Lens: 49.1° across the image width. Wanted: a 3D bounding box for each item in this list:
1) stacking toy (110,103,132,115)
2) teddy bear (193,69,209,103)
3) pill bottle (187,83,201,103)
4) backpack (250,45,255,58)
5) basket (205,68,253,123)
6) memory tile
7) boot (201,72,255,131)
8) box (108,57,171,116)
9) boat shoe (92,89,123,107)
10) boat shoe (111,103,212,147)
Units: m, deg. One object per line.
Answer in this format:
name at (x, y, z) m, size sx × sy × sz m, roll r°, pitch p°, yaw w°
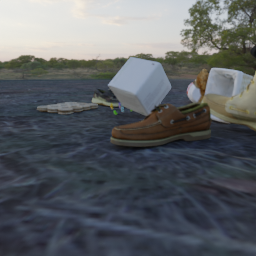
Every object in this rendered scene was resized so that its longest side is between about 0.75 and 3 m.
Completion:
stacking toy at (-0.234, -0.679, 9.634) m, size 0.617 × 0.192 × 0.819 m, roll -15°, pitch 31°, yaw -9°
teddy bear at (2.595, -1.232, 9.323) m, size 0.547 × 1.187 × 1.637 m, roll 16°, pitch 0°, yaw 38°
pill bottle at (3.100, -1.558, 12.338) m, size 0.926 × 0.926 × 1.651 m, roll 2°, pitch 12°, yaw 8°
backpack at (3.403, -0.303, 3.527) m, size 2.602 × 2.104 × 2.732 m, roll -10°, pitch 23°, yaw -14°
basket at (2.838, -0.921, 7.967) m, size 0.878 × 1.423 × 0.965 m, roll -2°, pitch 17°, yaw -37°
memory tile at (-2.192, -0.755, 10.386) m, size 1.532 × 0.168 × 1.999 m, roll 6°, pitch 13°, yaw 28°
boot at (2.737, -0.880, 6.273) m, size 0.796 × 1.701 × 2.188 m, roll -28°, pitch 40°, yaw -36°
box at (0.377, -1.315, 8.848) m, size 1.316 × 1.309 × 1.127 m, roll 25°, pitch -19°, yaw 41°
boat shoe at (-0.705, -1.273, 11.523) m, size 2.178 × 0.706 × 0.797 m, roll 9°, pitch 15°, yaw 38°
boat shoe at (0.703, -0.129, 5.778) m, size 2.347 × 0.798 × 0.844 m, roll -7°, pitch 14°, yaw -30°
